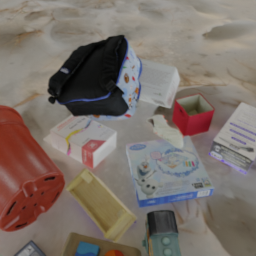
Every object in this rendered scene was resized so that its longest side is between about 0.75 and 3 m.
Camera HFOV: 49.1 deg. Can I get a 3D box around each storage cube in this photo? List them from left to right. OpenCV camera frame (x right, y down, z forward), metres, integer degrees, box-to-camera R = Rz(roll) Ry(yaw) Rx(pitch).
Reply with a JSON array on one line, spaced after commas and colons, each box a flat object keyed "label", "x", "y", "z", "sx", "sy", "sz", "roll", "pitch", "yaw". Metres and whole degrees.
[{"label": "storage cube", "x": 2.442, "y": -0.466, "z": 10.606, "sx": 1.251, "sy": 1.125, "sz": 1.070, "roll": -15, "pitch": 46, "yaw": -16}]

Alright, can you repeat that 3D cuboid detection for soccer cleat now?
[{"label": "soccer cleat", "x": 1.241, "y": 0.152, "z": 9.532, "sx": 0.679, "sy": 0.607, "sz": 1.751, "roll": -13, "pitch": 39, "yaw": -21}]

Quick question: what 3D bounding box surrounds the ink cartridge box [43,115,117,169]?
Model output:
[{"label": "ink cartridge box", "x": -1.766, "y": 0.294, "z": 9.968, "sx": 2.388, "sy": 0.806, "sz": 1.391, "roll": 24, "pitch": 43, "yaw": 23}]

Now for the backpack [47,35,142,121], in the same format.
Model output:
[{"label": "backpack", "x": -0.762, "y": -1.641, "z": 9.407, "sx": 2.885, "sy": 2.223, "sz": 2.748, "roll": 3, "pitch": 65, "yaw": 30}]

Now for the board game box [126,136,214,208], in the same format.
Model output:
[{"label": "board game box", "x": 1.250, "y": 1.335, "z": 9.164, "sx": 2.314, "sy": 0.502, "sz": 2.303, "roll": -7, "pitch": 44, "yaw": -6}]

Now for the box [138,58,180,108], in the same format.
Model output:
[{"label": "box", "x": 1.096, "y": -1.764, "z": 11.279, "sx": 1.598, "sy": 1.591, "sz": 1.369, "roll": 19, "pitch": 88, "yaw": 17}]

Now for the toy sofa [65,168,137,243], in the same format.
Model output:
[{"label": "toy sofa", "x": -0.784, "y": 2.232, "z": 8.172, "sx": 0.876, "sy": 1.033, "sz": 2.116, "roll": -46, "pitch": 57, "yaw": -7}]

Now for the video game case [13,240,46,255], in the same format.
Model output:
[{"label": "video game case", "x": -2.218, "y": 4.191, "z": 6.486, "sx": 2.675, "sy": 0.254, "sz": 1.911, "roll": 32, "pitch": 52, "yaw": 27}]

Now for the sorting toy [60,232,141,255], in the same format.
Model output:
[{"label": "sorting toy", "x": -0.885, "y": 3.842, "z": 6.485, "sx": 2.019, "sy": 0.363, "sz": 2.710, "roll": 13, "pitch": 41, "yaw": 6}]

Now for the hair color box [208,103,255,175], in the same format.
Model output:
[{"label": "hair color box", "x": 4.144, "y": 0.284, "z": 10.052, "sx": 1.422, "sy": 0.843, "sz": 2.601, "roll": 30, "pitch": 50, "yaw": 24}]

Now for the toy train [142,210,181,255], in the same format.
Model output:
[{"label": "toy train", "x": 0.863, "y": 3.170, "z": 6.710, "sx": 1.023, "sy": 1.368, "sz": 2.401, "roll": -2, "pitch": 44, "yaw": -1}]

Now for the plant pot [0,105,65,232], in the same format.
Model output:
[{"label": "plant pot", "x": -3.439, "y": 1.234, "z": 7.952, "sx": 2.716, "sy": 2.793, "sz": 2.793, "roll": 39, "pitch": 56, "yaw": 23}]
